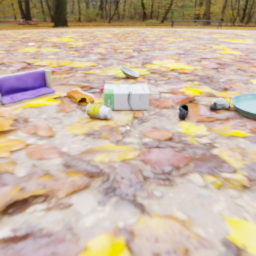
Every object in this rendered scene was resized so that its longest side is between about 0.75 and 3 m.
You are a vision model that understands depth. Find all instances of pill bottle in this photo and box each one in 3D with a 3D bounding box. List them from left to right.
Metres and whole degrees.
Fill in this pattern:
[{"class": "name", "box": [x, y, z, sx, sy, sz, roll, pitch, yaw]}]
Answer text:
[{"class": "pill bottle", "box": [-1.023, -0.569, 9.886, 0.831, 0.463, 0.463, 10, 26, 22]}]

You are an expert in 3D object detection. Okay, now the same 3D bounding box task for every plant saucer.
[{"class": "plant saucer", "box": [0.010, -2.990, 15.298, 1.155, 0.290, 1.155, 24, 24, -11]}, {"class": "plant saucer", "box": [5.233, -0.744, 10.487, 2.650, 0.363, 2.650, 0, 23, 0]}]

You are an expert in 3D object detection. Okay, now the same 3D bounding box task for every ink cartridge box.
[{"class": "ink cartridge box", "box": [-0.078, -1.221, 11.055, 1.735, 0.729, 1.266, 0, 23, -1]}]

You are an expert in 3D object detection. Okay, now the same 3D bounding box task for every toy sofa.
[{"class": "toy sofa", "box": [-4.448, -1.788, 11.958, 2.562, 1.061, 1.250, -22, 31, -40]}]

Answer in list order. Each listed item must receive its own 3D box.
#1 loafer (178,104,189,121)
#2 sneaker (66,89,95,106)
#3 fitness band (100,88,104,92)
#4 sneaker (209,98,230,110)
[{"class": "loafer", "box": [2.042, -0.655, 10.133, 0.399, 0.412, 1.175, 25, 28, 2]}, {"class": "sneaker", "box": [-2.031, -1.241, 11.400, 1.429, 0.521, 0.551, 14, 34, 31]}, {"class": "fitness band", "box": [-0.869, -1.792, 12.723, 0.752, 0.196, 1.047, -5, 9, 16]}, {"class": "sneaker", "box": [3.576, -0.864, 10.688, 0.597, 0.388, 1.034, 26, 36, 36]}]
